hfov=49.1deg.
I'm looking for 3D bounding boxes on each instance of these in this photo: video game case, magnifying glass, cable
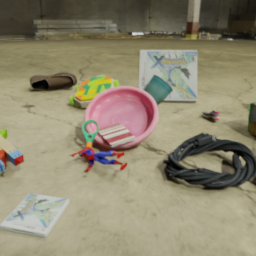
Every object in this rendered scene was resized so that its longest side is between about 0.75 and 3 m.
[{"bbox_3d":[1.987,-2.623,14.102,2.917,2.659,0.321,2,-9,4],"label":"video game case"},{"bbox_3d":[-1.227,0.346,8.878,0.545,0.153,1.369,2,62,0],"label":"magnifying glass"},{"bbox_3d":[-2.026,1.895,6.215,1.057,0.128,1.160,5,23,12],"label":"video game case"},{"bbox_3d":[2.259,1.007,7.868,2.641,0.671,2.155,-19,36,-32],"label":"cable"}]

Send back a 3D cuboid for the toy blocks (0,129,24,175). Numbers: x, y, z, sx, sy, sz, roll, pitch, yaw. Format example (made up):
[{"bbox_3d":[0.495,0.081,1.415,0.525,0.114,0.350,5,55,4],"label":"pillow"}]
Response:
[{"bbox_3d":[-3.864,0.957,7.459,1.493,1.092,2.185,31,40,30],"label":"toy blocks"}]

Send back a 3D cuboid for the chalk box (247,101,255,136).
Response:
[{"bbox_3d":[5.164,-0.312,10.081,1.201,1.195,1.930,-12,24,-15],"label":"chalk box"}]

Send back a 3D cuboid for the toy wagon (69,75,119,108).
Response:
[{"bbox_3d":[-1.575,-1.934,13.692,2.191,0.559,2.823,-5,39,13],"label":"toy wagon"}]

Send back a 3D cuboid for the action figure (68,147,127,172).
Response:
[{"bbox_3d":[-0.954,0.918,7.837,1.737,0.567,0.860,5,24,44],"label":"action figure"}]

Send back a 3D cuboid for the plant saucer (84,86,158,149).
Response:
[{"bbox_3d":[-0.222,-0.318,9.656,2.534,0.642,2.534,-4,56,6],"label":"plant saucer"}]

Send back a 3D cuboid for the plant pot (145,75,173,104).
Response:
[{"bbox_3d":[1.303,-1.706,13.276,1.191,1.119,1.191,40,0,0],"label":"plant pot"}]

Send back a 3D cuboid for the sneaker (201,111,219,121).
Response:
[{"bbox_3d":[3.476,-0.568,11.714,0.396,0.366,0.982,0,13,-26],"label":"sneaker"}]

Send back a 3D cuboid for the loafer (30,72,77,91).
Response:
[{"bbox_3d":[-4.245,-2.473,15.835,2.711,0.990,0.963,-6,32,1],"label":"loafer"}]

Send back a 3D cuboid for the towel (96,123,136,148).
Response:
[{"bbox_3d":[-0.403,0.220,9.006,0.897,0.142,1.245,-18,31,-22],"label":"towel"}]
